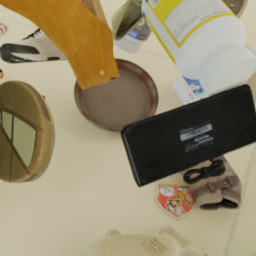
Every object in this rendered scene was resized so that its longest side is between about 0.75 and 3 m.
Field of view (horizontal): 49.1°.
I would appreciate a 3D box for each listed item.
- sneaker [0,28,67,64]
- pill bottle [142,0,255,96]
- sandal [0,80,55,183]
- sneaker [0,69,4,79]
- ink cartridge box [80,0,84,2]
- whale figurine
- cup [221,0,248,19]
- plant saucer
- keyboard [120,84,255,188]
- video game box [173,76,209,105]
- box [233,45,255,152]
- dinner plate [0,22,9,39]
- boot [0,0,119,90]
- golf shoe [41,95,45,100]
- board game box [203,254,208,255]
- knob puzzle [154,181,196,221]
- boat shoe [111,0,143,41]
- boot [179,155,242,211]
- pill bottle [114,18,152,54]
[{"bbox_3d":[-2.211,-2.046,6.833,0.843,0.915,2.288,4,18,22],"label":"sneaker"},{"bbox_3d":[0.939,-1.286,3.811,0.962,0.962,1.717,-17,63,-18],"label":"pill bottle"},{"bbox_3d":[-1.494,-0.002,3.816,0.747,1.111,2.767,11,-3,-36],"label":"sandal"},{"bbox_3d":[-5.161,-1.849,10.502,0.512,0.422,1.114,0,33,11],"label":"sneaker"},{"bbox_3d":[-1.231,-3.901,8.385,0.329,1.296,1.471,37,1,-4],"label":"ink cartridge box"},{"bbox_3d":[0.234,2.621,4.939,1.957,1.276,2.460,28,24,37],"label":"whale figurine"},{"bbox_3d":[2.105,-2.978,6.593,1.557,1.557,1.113,25,21,26],"label":"cup"},{"bbox_3d":[-0.370,-0.995,8.791,2.658,0.426,2.658,4,66,-10],"label":"plant saucer"},{"bbox_3d":[0.880,0.204,3.632,1.822,1.094,0.234,-19,12,-9],"label":"keyboard"},{"bbox_3d":[2.935,-1.155,9.568,2.260,0.529,2.059,-8,44,-9],"label":"video game box"},{"bbox_3d":[2.139,-0.494,5.441,0.735,1.890,0.897,-18,45,3],"label":"box"},{"bbox_3d":[-2.968,-1.639,5.021,1.607,0.195,1.607,0,38,0],"label":"dinner plate"},{"bbox_3d":[-1.273,-1.900,6.105,1.060,2.156,3.012,-14,2,37],"label":"boot"},{"bbox_3d":[-3.197,-0.887,9.402,0.406,0.320,0.881,28,48,29],"label":"golf shoe"},{"bbox_3d":[1.830,2.795,4.687,1.440,0.969,0.210,25,47,25],"label":"board game box"},{"bbox_3d":[1.135,1.671,6.591,1.146,0.159,1.146,0,41,0],"label":"knob puzzle"},{"bbox_3d":[0.133,-1.870,4.388,0.458,1.257,0.395,19,58,-33],"label":"boat shoe"},{"bbox_3d":[1.653,1.227,6.712,2.062,0.724,1.507,0,45,4],"label":"boot"},{"bbox_3d":[0.286,-2.964,7.756,0.939,1.650,0.939,18,41,-17],"label":"pill bottle"}]
